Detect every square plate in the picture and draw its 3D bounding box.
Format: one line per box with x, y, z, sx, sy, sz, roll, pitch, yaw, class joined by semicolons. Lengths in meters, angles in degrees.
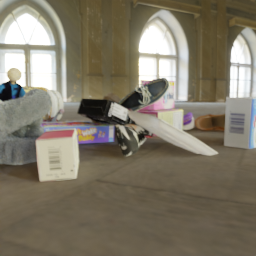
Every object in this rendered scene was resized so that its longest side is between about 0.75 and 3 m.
1.265;0.188;8.867;2.347;0.334;2.325;29;-3;-25;square plate

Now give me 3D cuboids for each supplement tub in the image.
-5.116;-1.112;14.581;2.146;2.146;2.972;6;8;39;supplement tub

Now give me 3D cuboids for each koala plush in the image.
-3.379;-0.031;7.857;2.089;2.016;2.273;-15;18;-34;koala plush

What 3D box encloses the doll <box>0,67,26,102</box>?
-4.762;-1.036;11.187;0.698;2.881;1.966;24;21;16;doll

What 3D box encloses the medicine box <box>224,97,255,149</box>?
4.362;-0.248;10.071;1.889;1.721;0.972;-7;10;-42;medicine box

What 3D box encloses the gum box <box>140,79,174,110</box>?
1.389;-1.595;13.391;0.801;1.375;2.424;5;8;31;gum box

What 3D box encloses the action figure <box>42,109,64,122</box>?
-3.630;-0.062;11.118;1.620;1.801;2.419;-5;-22;37;action figure

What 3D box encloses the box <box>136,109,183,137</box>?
1.214;-0.332;13.220;1.925;1.058;2.189;6;9;40;box

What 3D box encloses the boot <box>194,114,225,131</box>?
4.557;-0.244;13.902;2.509;0.962;1.948;-6;3;5;boot

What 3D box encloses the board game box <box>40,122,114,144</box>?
-2.196;0.159;10.480;2.811;0.629;1.890;-2;7;-40;board game box

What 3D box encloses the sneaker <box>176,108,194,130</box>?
2.239;-0.499;14.554;2.535;1.058;1.022;4;7;34;sneaker

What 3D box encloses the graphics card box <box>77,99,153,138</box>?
-0.413;-0.369;11.227;1.760;0.714;2.806;9;-10;46;graphics card box

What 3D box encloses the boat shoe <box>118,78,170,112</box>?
0.577;-1.343;11.781;2.500;0.936;0.773;-26;-8;18;boat shoe

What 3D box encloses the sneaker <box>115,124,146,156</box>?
0.137;0.248;8.862;0.959;0.884;2.398;-8;11;-5;sneaker

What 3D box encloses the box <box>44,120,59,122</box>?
-3.696;-0.085;13.269;0.754;0.560;0.469;2;8;14;box

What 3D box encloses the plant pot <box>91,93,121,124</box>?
-0.983;-0.630;13.589;1.442;1.662;1.662;-40;26;-22;plant pot

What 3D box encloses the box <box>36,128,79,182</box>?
-1.626;0.583;6.650;0.804;0.943;1.475;-4;7;-8;box

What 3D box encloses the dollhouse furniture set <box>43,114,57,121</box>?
-3.637;-0.194;12.278;1.071;0.558;1.083;-23;-33;6;dollhouse furniture set
